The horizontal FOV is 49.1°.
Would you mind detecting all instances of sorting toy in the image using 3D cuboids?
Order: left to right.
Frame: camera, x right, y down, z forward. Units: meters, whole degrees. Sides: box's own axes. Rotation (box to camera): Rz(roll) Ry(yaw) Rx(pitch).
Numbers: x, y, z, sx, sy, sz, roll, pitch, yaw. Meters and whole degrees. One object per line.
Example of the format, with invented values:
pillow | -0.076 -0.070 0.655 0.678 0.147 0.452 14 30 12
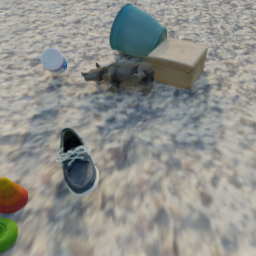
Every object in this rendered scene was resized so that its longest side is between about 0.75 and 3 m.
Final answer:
sorting toy | -2.457 1.710 5.198 0.719 0.715 2.075 -1 39 -1

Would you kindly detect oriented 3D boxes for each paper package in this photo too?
paper package | 1.722 -2.309 9.806 1.683 0.913 1.766 20 45 22

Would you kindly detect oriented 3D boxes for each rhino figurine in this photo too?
rhino figurine | -0.369 -1.700 9.128 2.621 0.784 1.146 7 40 20

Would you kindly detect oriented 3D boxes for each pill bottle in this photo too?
pill bottle | -2.446 -2.185 9.428 0.706 0.706 1.258 -4 1 -4

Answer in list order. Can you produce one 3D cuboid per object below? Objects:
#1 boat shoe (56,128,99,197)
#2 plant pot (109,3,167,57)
boat shoe | -1.144 0.654 6.139 0.763 0.630 2.037 -22 33 -2
plant pot | 0.485 -3.532 10.731 1.712 1.822 1.822 29 47 14
